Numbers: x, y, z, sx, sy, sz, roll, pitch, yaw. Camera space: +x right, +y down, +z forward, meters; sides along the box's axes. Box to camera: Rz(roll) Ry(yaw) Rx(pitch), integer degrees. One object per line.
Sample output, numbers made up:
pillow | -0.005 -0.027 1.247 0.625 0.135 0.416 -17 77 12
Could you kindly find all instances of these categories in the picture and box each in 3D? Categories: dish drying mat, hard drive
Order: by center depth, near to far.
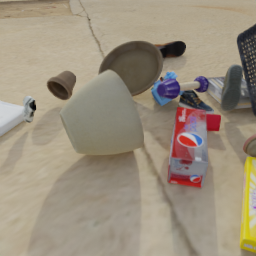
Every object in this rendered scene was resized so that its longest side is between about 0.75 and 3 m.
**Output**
hard drive | -4.430 -0.002 7.946 1.803 0.365 2.733 13 34 19
dish drying mat | 2.016 -0.187 8.132 1.265 0.486 0.115 5 3 11

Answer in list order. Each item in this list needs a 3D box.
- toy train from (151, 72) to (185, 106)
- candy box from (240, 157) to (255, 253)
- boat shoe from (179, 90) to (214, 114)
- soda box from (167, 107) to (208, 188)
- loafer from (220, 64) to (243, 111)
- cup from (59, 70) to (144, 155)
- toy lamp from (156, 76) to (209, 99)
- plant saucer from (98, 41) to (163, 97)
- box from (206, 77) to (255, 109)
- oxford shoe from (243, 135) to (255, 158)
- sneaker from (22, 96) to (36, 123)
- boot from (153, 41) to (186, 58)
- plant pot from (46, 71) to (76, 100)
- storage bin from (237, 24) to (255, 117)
toy train | 1.289 -1.373 9.500 0.999 0.758 1.749 -31 14 12
candy box | 2.977 1.512 5.611 1.269 0.328 2.483 10 34 19
boat shoe | 2.211 -0.852 9.092 1.240 0.563 0.439 24 40 33
soda box | 1.498 0.371 6.993 0.830 0.751 2.370 8 32 10
loafer | 3.177 -1.233 8.585 0.553 1.471 0.512 9 24 6
cup | -0.772 -0.162 6.848 1.493 2.088 2.088 -24 38 -15
toy lamp | 1.663 -1.225 8.481 2.144 0.624 0.624 -12 32 -43
plant saucer | 0.092 -2.131 10.248 2.465 0.363 2.465 -8 62 16
box | 3.723 -1.287 9.894 1.407 0.429 1.777 -7 33 -11
oxford shoe | 3.987 0.561 6.655 2.333 0.822 0.873 0 35 0
sneaker | -2.817 -0.494 8.040 0.365 0.832 0.315 22 32 27
boot | 1.503 -4.019 14.194 2.104 0.765 2.235 -28 34 -25
plant pot | -2.148 -1.497 9.416 0.893 0.893 0.779 14 53 21
storage bin | 4.585 -1.772 8.223 1.879 2.779 1.303 -9 -6 -23
